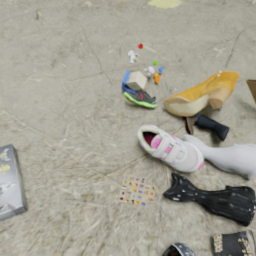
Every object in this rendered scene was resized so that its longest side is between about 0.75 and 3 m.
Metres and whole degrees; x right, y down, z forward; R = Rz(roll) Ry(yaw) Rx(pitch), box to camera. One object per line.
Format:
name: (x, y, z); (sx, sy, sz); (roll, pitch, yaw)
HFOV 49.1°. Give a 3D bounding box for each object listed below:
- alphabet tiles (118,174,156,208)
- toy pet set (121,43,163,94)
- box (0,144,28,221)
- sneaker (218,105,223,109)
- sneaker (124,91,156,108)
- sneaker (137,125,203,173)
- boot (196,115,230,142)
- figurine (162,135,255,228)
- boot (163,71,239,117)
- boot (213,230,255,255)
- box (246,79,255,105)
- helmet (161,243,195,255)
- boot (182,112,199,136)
alphabet tiles: (0.332, 2.172, 9.618); (1.165, 0.044, 0.974); (12, 71, 8)
toy pet set: (0.438, -2.388, 12.317); (1.007, 1.896, 1.770); (0, 62, 42)
box: (-4.715, 1.974, 9.560); (2.026, 0.618, 2.558); (-18, 57, -12)
sneaker: (3.573, -1.125, 11.491); (0.343, 0.978, 0.401); (-52, 32, 10)
sneaker: (0.497, -1.265, 11.624); (1.494, 0.573, 0.626); (15, 86, -23)
sneaker: (1.291, 0.717, 9.655); (2.629, 1.160, 1.069); (27, 95, 27)
boot: (3.199, -0.014, 10.670); (1.235, 0.561, 1.469); (24, 16, 17)
figurine: (2.862, 1.554, 9.584); (2.784, 1.228, 2.853); (14, 54, 15)
boot: (2.886, -1.414, 11.094); (2.696, 0.949, 1.930); (-3, 37, 43)
boot: (3.198, 3.790, 8.263); (1.146, 0.557, 1.522); (-9, 90, 21)
box: (5.335, -1.162, 10.882); (0.169, 1.586, 1.297); (-38, 23, -8)
helmet: (1.489, 3.808, 8.009); (0.960, 1.007, 1.007); (-45, 65, -7)
boot: (2.609, -0.247, 11.207); (0.649, 0.500, 1.340); (-4, 51, -2)
